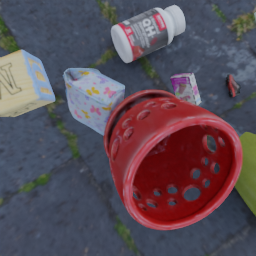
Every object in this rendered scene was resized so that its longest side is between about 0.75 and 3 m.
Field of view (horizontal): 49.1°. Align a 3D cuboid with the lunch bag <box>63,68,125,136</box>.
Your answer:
[{"bbox_3d":[-0.858,-0.707,6.679,1.441,1.222,0.916,27,55,16],"label":"lunch bag"}]

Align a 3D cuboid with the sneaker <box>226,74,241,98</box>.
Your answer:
[{"bbox_3d":[3.497,-1.412,9.290,0.397,0.287,0.813,-8,75,-2],"label":"sneaker"}]

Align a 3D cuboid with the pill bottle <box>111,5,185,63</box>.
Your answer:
[{"bbox_3d":[0.692,-3.186,9.329,2.280,1.262,1.262,-27,75,-8],"label":"pill bottle"}]

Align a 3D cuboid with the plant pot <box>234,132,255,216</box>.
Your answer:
[{"bbox_3d":[3.820,1.312,7.614,2.267,2.267,2.423,-40,66,-11],"label":"plant pot"}]

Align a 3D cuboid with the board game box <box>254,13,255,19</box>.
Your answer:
[{"bbox_3d":[3.433,-2.088,6.439,1.225,0.394,0.904,31,50,-30],"label":"board game box"}]

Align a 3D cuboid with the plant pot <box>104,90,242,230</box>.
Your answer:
[{"bbox_3d":[0.676,0.483,5.792,2.391,2.391,2.177,-29,31,-9],"label":"plant pot"}]

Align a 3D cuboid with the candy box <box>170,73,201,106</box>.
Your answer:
[{"bbox_3d":[1.563,-1.023,7.606,0.268,0.600,0.879,-40,119,-35],"label":"candy box"}]

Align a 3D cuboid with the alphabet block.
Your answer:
[{"bbox_3d":[-2.149,-0.816,5.460,0.982,0.959,0.964,-20,89,3],"label":"alphabet block"}]
